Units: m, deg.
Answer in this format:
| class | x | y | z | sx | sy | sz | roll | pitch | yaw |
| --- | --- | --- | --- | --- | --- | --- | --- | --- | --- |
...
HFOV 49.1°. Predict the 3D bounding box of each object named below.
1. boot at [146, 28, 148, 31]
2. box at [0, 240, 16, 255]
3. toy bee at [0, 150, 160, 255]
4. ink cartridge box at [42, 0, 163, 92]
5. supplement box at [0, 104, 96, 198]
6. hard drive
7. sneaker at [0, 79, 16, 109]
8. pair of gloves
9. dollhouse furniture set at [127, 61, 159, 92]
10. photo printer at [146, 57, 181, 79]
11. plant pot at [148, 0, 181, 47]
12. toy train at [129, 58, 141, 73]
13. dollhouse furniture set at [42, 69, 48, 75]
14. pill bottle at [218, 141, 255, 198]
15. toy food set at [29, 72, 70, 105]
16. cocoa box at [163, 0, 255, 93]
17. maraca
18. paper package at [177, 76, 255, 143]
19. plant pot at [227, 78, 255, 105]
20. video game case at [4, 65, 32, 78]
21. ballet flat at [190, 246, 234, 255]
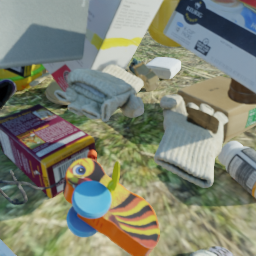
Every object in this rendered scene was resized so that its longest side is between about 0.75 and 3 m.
| class | x | y | z | sx | sy | sz | roll | pitch | yaw |
| --- | --- | --- | --- | --- | --- | --- | --- | --- | --- |
| boot | -0.172 | -3.589 | 9.744 | 2.294 | 0.857 | 1.112 | 12 | 48 | 39 |
| box | -1.690 | 2.326 | 3.225 | 2.429 | 1.231 | 1.366 | 24 | 41 | 33 |
| toy bee | -0.381 | 0.674 | 3.187 | 1.715 | 1.122 | 0.932 | 40 | 41 | -11 |
| ink cartridge box | -0.828 | -2.352 | 6.306 | 1.236 | 2.964 | 2.151 | -16 | 59 | -45 |
| supplement box | -1.942 | 0.414 | 6.496 | 2.274 | 0.974 | 1.255 | 28 | 42 | 37 |
| hard drive | -1.569 | -1.692 | 4.119 | 0.367 | 1.558 | 2.233 | 35 | 38 | 32 |
| sneaker | -2.525 | -0.417 | 5.119 | 0.434 | 1.145 | 0.501 | 36 | -1 | -22 |
| pair of gloves | 0.365 | -0.374 | 4.802 | 2.807 | 0.492 | 2.387 | 30 | 28 | 11 |
| dollhouse furniture set | 0.352 | -1.521 | 10.059 | 1.304 | 0.820 | 1.475 | -28 | 35 | 2 |
| photo printer | 1.478 | -2.515 | 11.578 | 1.189 | 0.496 | 1.429 | 14 | 34 | 23 |
| plant pot | 1.073 | -2.829 | 6.370 | 1.438 | 1.353 | 1.438 | -4 | 71 | 10 |
| toy train | 0.367 | -2.509 | 11.583 | 0.386 | 0.516 | 0.906 | 17 | 25 | -35 |
| dollhouse furniture set | -2.855 | -2.580 | 11.584 | 0.857 | 0.852 | 1.215 | 16 | 60 | 22 |
| pill bottle | 2.589 | 0.871 | 5.990 | 0.751 | 0.751 | 1.291 | -13 | 35 | -19 |
| toy food set | -1.909 | -1.266 | 9.724 | 2.695 | 0.541 | 1.860 | 24 | 47 | 25 |
| cocoa box | 1.856 | -1.376 | 3.873 | 2.079 | 1.365 | 1.387 | 43 | 31 | 27 |
| maraca | -3.738 | -2.089 | 10.263 | 1.497 | 1.168 | 2.183 | 20 | 40 | 39 |
| paper package | 2.664 | -0.613 | 8.109 | 1.933 | 1.000 | 1.843 | -22 | 38 | -31 |
| plant pot | 2.702 | -1.177 | 6.166 | 0.983 | 0.973 | 0.983 | -10 | 35 | 7 |
| video game case | -3.690 | -3.001 | 7.393 | 2.813 | 2.542 | 0.359 | 24 | 31 | 7 |
| ballet flat | 0.850 | 2.231 | 3.849 | 2.214 | 0.796 | 0.796 | -23 | 39 | -32 |
